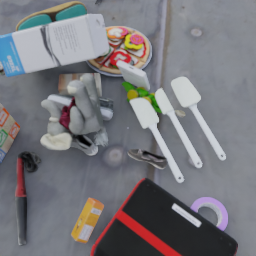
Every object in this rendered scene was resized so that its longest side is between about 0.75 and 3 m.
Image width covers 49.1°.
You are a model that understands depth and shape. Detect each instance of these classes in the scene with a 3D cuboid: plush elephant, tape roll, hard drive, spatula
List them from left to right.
[{"bbox_3d":[-1.562,-0.301,7.551,1.611,2.081,1.714,-12,24,8],"label":"plush elephant"},{"bbox_3d":[0.195,-1.580,8.637,0.901,1.365,0.182,27,86,13],"label":"hard drive"},{"bbox_3d":[1.460,-0.026,7.821,1.885,0.218,2.711,-24,72,-9],"label":"spatula"},{"bbox_3d":[1.988,2.217,6.995,0.910,0.299,0.910,0,60,0],"label":"tape roll"}]

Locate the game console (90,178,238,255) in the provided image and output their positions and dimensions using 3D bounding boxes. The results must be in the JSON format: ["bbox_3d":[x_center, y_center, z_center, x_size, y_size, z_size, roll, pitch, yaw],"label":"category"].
[{"bbox_3d":[0.780,2.844,6.389,2.748,0.427,2.430,34,68,13],"label":"game console"}]

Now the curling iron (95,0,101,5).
[{"bbox_3d":[-1.109,-5.535,11.667,0.334,0.172,1.349,13,59,7],"label":"curling iron"}]

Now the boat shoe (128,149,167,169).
[{"bbox_3d":[0.538,0.750,7.568,1.091,0.311,0.365,22,33,9],"label":"boat shoe"}]

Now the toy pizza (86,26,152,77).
[{"bbox_3d":[-0.365,-2.811,9.823,2.422,0.384,2.422,0,60,0],"label":"toy pizza"}]

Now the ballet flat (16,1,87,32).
[{"bbox_3d":[-2.842,-3.950,10.341,2.736,0.939,0.862,-27,42,-20],"label":"ballet flat"}]

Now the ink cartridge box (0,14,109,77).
[{"bbox_3d":[-2.154,-2.526,8.450,2.774,1.161,2.012,-9,21,11],"label":"ink cartridge box"}]

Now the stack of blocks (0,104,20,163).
[{"bbox_3d":[-3.822,-0.012,6.641,0.869,2.968,1.709,18,68,7],"label":"stack of blocks"}]

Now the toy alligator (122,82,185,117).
[{"bbox_3d":[0.667,-0.689,8.553,2.215,0.601,0.657,31,32,17],"label":"toy alligator"}]

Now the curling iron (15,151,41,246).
[{"bbox_3d":[-2.669,1.703,7.286,0.621,0.320,2.505,-4,59,-3],"label":"curling iron"}]

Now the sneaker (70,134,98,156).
[{"bbox_3d":[-1.441,0.293,7.858,1.255,0.725,0.471,22,69,14],"label":"sneaker"}]

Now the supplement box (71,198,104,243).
[{"bbox_3d":[-0.964,2.194,6.663,0.326,0.337,0.978,14,74,57],"label":"supplement box"}]

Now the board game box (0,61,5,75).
[{"bbox_3d":[-4.179,-2.296,9.784,0.527,0.118,1.006,35,65,21],"label":"board game box"}]

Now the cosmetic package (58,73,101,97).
[{"bbox_3d":[-1.522,-1.330,8.946,1.277,0.557,0.660,-3,58,-3],"label":"cosmetic package"}]

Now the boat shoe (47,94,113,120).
[{"bbox_3d":[-1.405,-0.765,8.526,1.990,0.717,0.706,14,70,-4],"label":"boat shoe"}]
